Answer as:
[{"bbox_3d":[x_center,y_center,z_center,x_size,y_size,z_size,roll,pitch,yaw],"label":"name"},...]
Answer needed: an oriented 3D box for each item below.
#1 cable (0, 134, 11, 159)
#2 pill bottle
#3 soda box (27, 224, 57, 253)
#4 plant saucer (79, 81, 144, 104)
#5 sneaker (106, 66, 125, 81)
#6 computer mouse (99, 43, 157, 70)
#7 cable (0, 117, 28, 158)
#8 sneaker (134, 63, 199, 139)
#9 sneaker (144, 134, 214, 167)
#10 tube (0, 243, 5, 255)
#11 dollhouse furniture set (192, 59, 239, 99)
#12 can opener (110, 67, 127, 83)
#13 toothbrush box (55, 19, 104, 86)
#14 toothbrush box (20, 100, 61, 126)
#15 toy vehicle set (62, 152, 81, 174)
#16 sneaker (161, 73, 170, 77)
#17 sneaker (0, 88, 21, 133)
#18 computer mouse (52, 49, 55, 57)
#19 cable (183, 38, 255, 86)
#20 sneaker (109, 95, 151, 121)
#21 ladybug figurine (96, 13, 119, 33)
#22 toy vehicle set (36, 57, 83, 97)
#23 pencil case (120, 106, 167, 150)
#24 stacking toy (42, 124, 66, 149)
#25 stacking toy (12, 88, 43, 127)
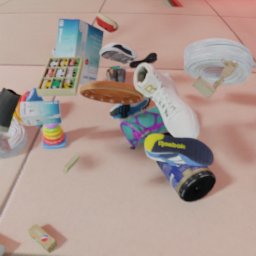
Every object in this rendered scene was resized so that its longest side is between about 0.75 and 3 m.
[{"bbox_3d":[-3.928,0.495,8.320,0.336,0.971,0.971,-45,58,1],"label":"cable"},{"bbox_3d":[1.837,1.287,9.900,1.367,1.367,2.444,-15,42,-17],"label":"pill bottle"},{"bbox_3d":[-2.564,3.279,8.349,0.936,0.300,0.317,27,47,27],"label":"soda box"},{"bbox_3d":[-0.516,-1.133,9.013,2.061,2.061,0.333,6,83,7],"label":"plant saucer"},{"bbox_3d":[-0.772,-2.676,15.097,0.952,0.851,2.383,3,34,8],"label":"sneaker"},{"bbox_3d":[-0.067,-2.602,9.896,2.153,0.472,1.180,8,-15,-43],"label":"computer mouse"},{"bbox_3d":[-5.083,0.456,11.453,1.860,0.644,1.860,-29,50,-29],"label":"cable"},{"bbox_3d":[0.900,-0.740,7.743,1.492,0.951,2.581,23,33,-40],"label":"sneaker"},{"bbox_3d":[0.902,0.448,5.087,1.267,0.521,0.468,13,59,2],"label":"sneaker"},{"bbox_3d":[-4.363,3.325,8.244,1.644,0.427,0.477,15,4,24],"label":"tube"},{"bbox_3d":[2.903,-1.783,9.050,0.679,0.795,1.535,43,68,9],"label":"dollhouse furniture set"},{"bbox_3d":[-0.320,-2.075,11.801,0.604,0.757,2.264,-15,25,8],"label":"can opener"},{"bbox_3d":[-2.053,-3.027,11.619,1.048,2.457,1.799,14,8,26],"label":"toothbrush box"},{"bbox_3d":[-3.000,-0.505,9.722,1.276,0.934,0.544,-3,72,-11],"label":"toothbrush box"},{"bbox_3d":[-1.463,0.914,7.225,0.108,0.817,0.508,41,66,0],"label":"toy vehicle set"},{"bbox_3d":[1.470,-2.240,12.258,0.417,1.018,0.376,42,76,-7],"label":"sneaker"},{"bbox_3d":[-3.353,-0.577,7.444,1.925,0.720,1.022,22,87,50],"label":"sneaker"},{"bbox_3d":[-2.867,-3.270,12.702,0.534,1.334,2.432,-25,19,3],"label":"computer mouse"},{"bbox_3d":[3.418,-2.456,10.797,2.575,2.575,0.892,4,77,32],"label":"cable"},{"bbox_3d":[-0.070,-1.046,13.193,1.040,0.900,2.400,27,38,37],"label":"sneaker"},{"bbox_3d":[-0.870,-4.190,11.278,0.883,0.468,1.301,22,17,-43],"label":"ladybug figurine"},{"bbox_3d":[-1.562,-1.235,6.593,0.858,0.183,1.382,-1,44,1],"label":"toy vehicle set"},{"bbox_3d":[1.117,-0.230,11.819,2.855,1.215,1.319,-25,30,-26],"label":"pencil case"},{"bbox_3d":[-3.068,-0.038,11.225,0.971,1.673,0.918,-4,40,-6],"label":"stacking toy"},{"bbox_3d":[-5.158,-0.832,12.692,2.571,1.411,1.492,-7,42,10],"label":"stacking toy"}]
